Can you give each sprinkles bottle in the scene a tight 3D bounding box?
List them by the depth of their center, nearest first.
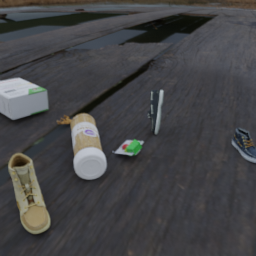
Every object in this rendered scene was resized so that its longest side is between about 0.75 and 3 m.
[{"bbox_3d":[-1.329,0.492,8.892,0.905,0.905,2.651,-7,30,-11],"label":"sprinkles bottle"}]

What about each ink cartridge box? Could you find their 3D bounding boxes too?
[{"bbox_3d":[-4.649,-1.265,11.628,2.234,0.938,1.618,23,33,36],"label":"ink cartridge box"}]

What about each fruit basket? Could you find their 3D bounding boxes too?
[{"bbox_3d":[0.036,0.651,9.007,0.758,0.355,0.702,-5,30,46],"label":"fruit basket"}]

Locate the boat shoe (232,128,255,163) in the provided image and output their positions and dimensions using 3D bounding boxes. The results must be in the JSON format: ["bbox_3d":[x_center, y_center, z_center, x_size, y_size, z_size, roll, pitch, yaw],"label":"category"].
[{"bbox_3d":[3.868,0.549,9.105,0.480,0.616,1.358,-9,31,-15],"label":"boat shoe"}]

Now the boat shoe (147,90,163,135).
[{"bbox_3d":[0.958,-0.583,10.267,0.492,1.631,0.617,7,-8,11],"label":"boat shoe"}]

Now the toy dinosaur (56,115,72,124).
[{"bbox_3d":[-2.254,-0.252,10.778,1.041,0.314,0.553,-10,35,-27],"label":"toy dinosaur"}]

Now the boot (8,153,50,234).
[{"bbox_3d":[-2.388,1.521,6.701,0.633,1.352,1.739,-14,33,-23],"label":"boot"}]
